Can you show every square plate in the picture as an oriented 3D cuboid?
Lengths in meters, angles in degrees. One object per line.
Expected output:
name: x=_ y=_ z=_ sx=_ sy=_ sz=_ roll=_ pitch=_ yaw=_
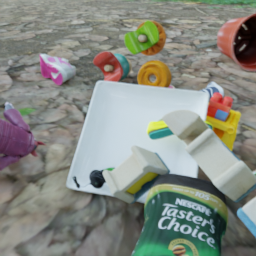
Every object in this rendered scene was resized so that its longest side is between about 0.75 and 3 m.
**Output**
square plate: x=0.248 y=0.289 z=6.091 sx=2.640 sy=0.375 sz=2.615 roll=9 pitch=69 yaw=14

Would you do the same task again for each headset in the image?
headset: x=-0.650 y=0.972 z=5.587 sx=0.852 sy=0.400 sz=0.526 roll=-24 pitch=12 yaw=-7

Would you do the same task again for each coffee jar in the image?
coffee jar: x=0.709 y=1.783 z=3.978 sx=1.361 sy=1.113 sz=2.609 roll=10 pitch=31 yaw=14

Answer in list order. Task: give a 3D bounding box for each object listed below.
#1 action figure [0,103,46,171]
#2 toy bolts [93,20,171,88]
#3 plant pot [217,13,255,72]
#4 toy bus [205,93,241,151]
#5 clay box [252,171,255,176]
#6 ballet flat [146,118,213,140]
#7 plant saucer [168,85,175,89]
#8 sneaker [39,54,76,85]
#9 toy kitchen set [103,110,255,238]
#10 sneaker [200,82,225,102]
action figure: x=-2.782 y=0.063 z=5.907 sx=1.982 sy=1.783 sz=2.662 roll=-5 pitch=-18 yaw=40
toy bolts: x=0.411 y=-2.420 z=10.797 sx=2.788 sy=2.663 sz=1.934 roll=-20 pitch=6 yaw=26
plant pot: x=5.492 y=-4.098 z=13.121 sx=2.484 sy=2.484 sz=2.416 roll=-3 pitch=22 yaw=-5
toy bus: x=1.776 y=-0.165 z=6.692 sx=1.735 sy=1.665 sz=1.177 roll=23 pitch=39 yaw=20
clay box: x=3.054 y=0.838 z=5.745 sx=1.113 sy=0.640 sz=0.265 roll=-20 pitch=77 yaw=-23
ballet flat: x=1.031 y=-0.063 z=5.759 sx=1.332 sy=0.445 sz=0.447 roll=-8 pitch=48 yaw=14
plant saucer: x=1.430 y=-1.425 z=10.426 sx=0.755 sy=0.191 sz=0.755 roll=1 pitch=29 yaw=-1
sneaker: x=-2.947 y=-2.472 z=11.653 sx=0.978 sy=0.902 sz=2.218 roll=-22 pitch=45 yaw=-35
toy kitchen set: x=1.128 y=1.273 z=4.658 sx=2.047 sy=1.505 sz=2.555 roll=-42 pitch=51 yaw=10
sneaker: x=2.717 y=-1.215 z=9.572 sx=0.725 sy=0.469 sz=1.337 roll=-15 pitch=17 yaw=3
